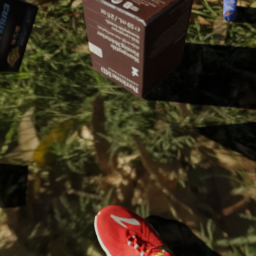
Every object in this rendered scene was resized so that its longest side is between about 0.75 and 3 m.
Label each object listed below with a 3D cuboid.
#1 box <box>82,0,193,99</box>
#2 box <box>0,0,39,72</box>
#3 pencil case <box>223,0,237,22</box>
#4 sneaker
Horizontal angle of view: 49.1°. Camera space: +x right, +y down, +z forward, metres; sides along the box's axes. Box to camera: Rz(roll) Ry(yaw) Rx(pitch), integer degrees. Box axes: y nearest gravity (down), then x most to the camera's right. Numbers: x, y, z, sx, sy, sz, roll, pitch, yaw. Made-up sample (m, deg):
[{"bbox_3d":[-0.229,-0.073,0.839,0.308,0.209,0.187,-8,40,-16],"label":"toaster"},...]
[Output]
[{"bbox_3d":[0.299,-2.870,8.377,2.247,2.708,2.224,34,62,22],"label":"box"},{"bbox_3d":[-2.731,-1.962,5.820,0.402,1.618,1.605,31,18,11],"label":"box"},{"bbox_3d":[4.058,-4.761,11.089,0.546,0.490,1.256,8,55,11],"label":"pencil case"},{"bbox_3d":[0.477,2.532,5.419,1.144,1.262,2.971,-38,63,-24],"label":"sneaker"}]
